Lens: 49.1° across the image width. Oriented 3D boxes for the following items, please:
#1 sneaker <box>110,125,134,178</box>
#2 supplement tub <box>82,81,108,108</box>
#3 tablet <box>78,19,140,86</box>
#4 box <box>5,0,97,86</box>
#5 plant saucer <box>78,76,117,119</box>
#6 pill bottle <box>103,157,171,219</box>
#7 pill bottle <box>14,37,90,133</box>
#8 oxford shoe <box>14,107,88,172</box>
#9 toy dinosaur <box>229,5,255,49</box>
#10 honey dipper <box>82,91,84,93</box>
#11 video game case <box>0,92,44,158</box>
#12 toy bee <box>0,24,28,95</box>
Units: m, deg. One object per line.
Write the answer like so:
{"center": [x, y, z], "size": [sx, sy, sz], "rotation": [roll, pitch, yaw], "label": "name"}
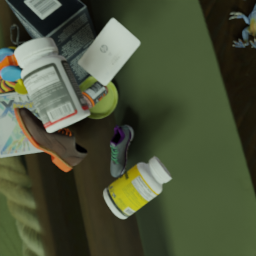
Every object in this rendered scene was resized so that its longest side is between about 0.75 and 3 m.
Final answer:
{"center": [-0.413, 0.754, 9.187], "size": [0.665, 0.782, 1.787], "rotation": [15, 94, 38], "label": "sneaker"}
{"center": [-1.079, -0.938, 8.326], "size": [0.522, 0.522, 0.977], "rotation": [45, 68, 1], "label": "supplement tub"}
{"center": [-0.484, -1.871, 6.986], "size": [0.922, 0.097, 1.417], "rotation": [40, 101, -7], "label": "tablet"}
{"center": [-1.955, -2.734, 8.220], "size": [1.369, 2.557, 1.897], "rotation": [-42, 71, -9], "label": "box"}
{"center": [-1.095, -1.041, 9.677], "size": [1.471, 0.229, 1.471], "rotation": [0, 88, -1], "label": "plant saucer"}
{"center": [0.284, 1.649, 7.924], "size": [1.812, 1.019, 1.019], "rotation": [-38, 89, 6], "label": "pill bottle"}
{"center": [-1.512, -0.837, 5.570], "size": [0.950, 0.950, 1.668], "rotation": [-24, 93, -1], "label": "pill bottle"}
{"center": [-2.119, 0.197, 7.940], "size": [0.973, 2.683, 0.955], "rotation": [-32, 47, 1], "label": "oxford shoe"}
{"center": [4.304, -3.674, 9.662], "size": [2.269, 1.191, 2.059], "rotation": [38, 70, -38], "label": "toy dinosaur"}
{"center": [-1.607, -0.847, 8.998], "size": [0.172, 0.172, 0.907], "rotation": [26, 61, 1], "label": "honey dipper"}
{"center": [-3.336, -0.161, 8.895], "size": [2.185, 0.240, 1.991], "rotation": [-8, 90, -2], "label": "video game case"}
{"center": [-3.065, -1.751, 8.179], "size": [1.343, 2.471, 1.617], "rotation": [-1, 84, -45], "label": "toy bee"}
